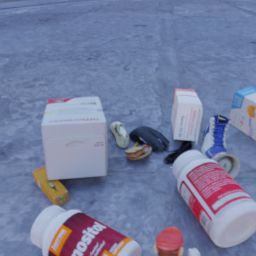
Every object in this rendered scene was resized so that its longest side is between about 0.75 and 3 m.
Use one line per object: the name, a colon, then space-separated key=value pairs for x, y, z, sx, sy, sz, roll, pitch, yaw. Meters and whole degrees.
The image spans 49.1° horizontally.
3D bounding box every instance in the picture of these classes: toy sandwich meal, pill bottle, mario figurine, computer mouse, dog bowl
toy sandwich meal: x=0.358 y=0.862 z=10.706 sx=1.109 sy=0.380 sz=1.109 roll=-18 pitch=17 yaw=6
pill bottle: x=-1.118 y=2.983 z=6.957 sx=2.596 sy=1.466 sz=1.466 roll=19 pitch=39 yaw=26
mario figurine: x=1.045 y=3.314 z=6.672 sx=1.108 sy=0.951 sz=1.795 roll=11 pitch=72 yaw=-12
computer mouse: x=1.371 y=0.350 z=11.547 sx=1.796 sy=0.589 sz=2.558 roll=-27 pitch=43 yaw=-32
dog bowl: x=3.301 y=1.341 z=9.756 sx=1.102 sy=1.102 sz=0.406 roll=-7 pitch=16 yaw=-10
pill bottle: x=2.467 y=1.947 z=8.378 sx=1.550 sy=1.550 sz=2.762 roll=-12 pitch=36 yaw=-16

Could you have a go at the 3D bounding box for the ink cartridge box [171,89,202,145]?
ink cartridge box: x=2.332 y=-0.514 z=11.470 sx=0.916 sy=1.580 sz=2.713 roll=4 pitch=22 yaw=3

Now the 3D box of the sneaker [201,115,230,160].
sneaker: x=3.442 y=0.238 z=10.989 sx=0.915 sy=1.309 sz=2.266 roll=10 pitch=37 yaw=5

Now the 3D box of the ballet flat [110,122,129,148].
ballet flat: x=-0.350 y=0.119 z=11.869 sx=0.643 sy=0.643 sz=1.851 roll=-10 pitch=36 yaw=-14

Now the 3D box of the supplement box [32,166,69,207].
supplement box: x=-2.593 y=1.933 z=9.321 sx=0.523 sy=0.541 sz=1.572 roll=-25 pitch=40 yaw=-32

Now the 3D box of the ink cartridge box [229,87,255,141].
ink cartridge box: x=5.631 y=-0.330 z=11.579 sx=0.967 sy=1.640 sz=2.849 roll=-18 pitch=38 yaw=-21

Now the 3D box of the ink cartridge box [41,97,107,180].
ink cartridge box: x=-1.864 y=0.254 z=9.973 sx=2.012 sy=2.002 sz=2.768 roll=-3 pitch=22 yaw=-9
